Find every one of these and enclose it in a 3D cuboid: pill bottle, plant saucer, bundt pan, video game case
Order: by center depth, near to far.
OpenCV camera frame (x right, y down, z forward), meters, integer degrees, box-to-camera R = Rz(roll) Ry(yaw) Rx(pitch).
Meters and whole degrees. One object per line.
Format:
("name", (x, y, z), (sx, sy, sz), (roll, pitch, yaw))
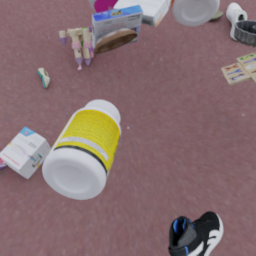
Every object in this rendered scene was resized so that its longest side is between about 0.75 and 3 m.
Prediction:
("pill bottle", (-0.806, 0.321, 5.770), (1.173, 1.173, 2.086), (10, 38, 6))
("plant saucer", (-0.294, -1.858, 5.930), (1.017, 1.017, 0.186), (-23, 96, -12))
("video game case", (-0.264, -2.208, 6.259), (1.083, 0.982, 0.246), (-17, 71, -13))
("bundt pan", (3.235, -2.402, 7.232), (1.076, 0.404, 1.076), (3, 41, -2))
("pill bottle", (1.788, -4.140, 7.969), (1.265, 1.265, 2.255), (-1, 64, 0))

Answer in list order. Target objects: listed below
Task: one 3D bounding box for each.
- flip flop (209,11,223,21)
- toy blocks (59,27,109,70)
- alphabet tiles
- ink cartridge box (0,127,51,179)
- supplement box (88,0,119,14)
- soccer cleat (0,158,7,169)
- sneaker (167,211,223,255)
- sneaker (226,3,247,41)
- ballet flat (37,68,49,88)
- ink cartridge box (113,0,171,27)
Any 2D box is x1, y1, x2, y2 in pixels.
("flip flop", (3.274, -5.239, 12.126), (0.725, 0.514, 1.787), (-40, 68, -20))
("toy blocks", (-1.643, -3.063, 10.654), (1.646, 1.386, 1.538), (7, 27, 30))
("alphabet tiles", (3.386, -1.538, 5.945), (2.651, 0.084, 2.206), (-17, 20, 18))
("ink cartridge box", (-3.096, 0.773, 8.521), (0.850, 0.846, 1.158), (30, 65, 16))
("supplement box", (-0.206, -4.905, 8.644), (1.309, 1.337, 2.586), (21, 78, 26))
("soccer cleat", (-4.021, 1.079, 8.593), (0.394, 0.423, 1.155), (37, 67, 19))
("sneaker", (1.442, 2.124, 5.948), (1.756, 0.642, 0.982), (-39, 108, -47))
("sneaker", (4.588, -4.586, 11.603), (0.713, 0.812, 2.027), (1, 59, 2))
("ballet flat", (-3.076, -1.860, 10.349), (0.327, 0.327, 0.943), (-24, 63, -13))
("ink cartridge box", (0.546, -3.376, 7.223), (1.268, 0.392, 1.563), (25, 70, 28))
